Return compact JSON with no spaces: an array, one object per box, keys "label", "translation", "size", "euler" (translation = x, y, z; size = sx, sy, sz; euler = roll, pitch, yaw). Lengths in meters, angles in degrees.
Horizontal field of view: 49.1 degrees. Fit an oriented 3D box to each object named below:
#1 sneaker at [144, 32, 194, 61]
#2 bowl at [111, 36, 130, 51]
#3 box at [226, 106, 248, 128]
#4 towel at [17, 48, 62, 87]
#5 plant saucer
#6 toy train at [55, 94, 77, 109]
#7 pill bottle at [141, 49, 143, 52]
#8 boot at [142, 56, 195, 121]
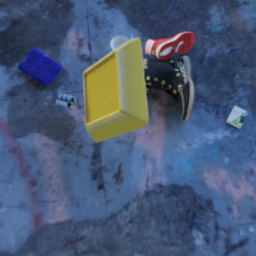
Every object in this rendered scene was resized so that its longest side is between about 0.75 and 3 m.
[{"label":"sneaker","translation":[1.651,-3.644,11.926],"size":[2.371,0.929,1.369],"euler":[-26,41,-36]},{"label":"bowl","translation":[-0.322,-3.480,12.100],"size":[0.911,0.410,0.911],"euler":[3,69,-8]},{"label":"box","translation":[4.296,-0.425,11.022],"size":[0.561,0.141,0.777],"euler":[30,72,12]},{"label":"towel","translation":[-3.696,-2.529,11.788],"size":[1.581,0.392,1.168],"euler":[34,78,13]},{"label":"plant saucer","translation":[-0.662,-1.179,9.290],"size":[0.701,2.893,2.892],"euler":[5,74,-39]},{"label":"toy train","translation":[-2.197,-0.938,9.965],"size":[0.820,0.356,0.469],"euler":[16,98,29]},{"label":"pill bottle","translation":[0.246,-3.093,11.947],"size":[0.453,0.453,0.801],"euler":[35,72,13]},{"label":"boot","translation":[1.389,-1.630,10.995],"size":[2.238,1.088,2.973],"euler":[2,64,0]}]
